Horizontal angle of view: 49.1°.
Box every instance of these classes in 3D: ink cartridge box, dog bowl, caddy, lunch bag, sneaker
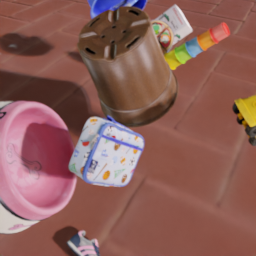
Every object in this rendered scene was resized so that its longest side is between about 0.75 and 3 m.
[{"bbox_3d":[1.681,-4.175,11.879,1.646,0.694,1.202,-32,67,22],"label":"ink cartridge box"},{"bbox_3d":[-2.064,0.678,5.734,1.009,2.736,2.736,-15,40,20],"label":"dog bowl"},{"bbox_3d":[-0.415,-4.872,10.797,2.427,1.716,1.274,-30,59,2],"label":"caddy"},{"bbox_3d":[-0.330,0.434,5.029,0.549,1.453,1.165,24,89,35],"label":"lunch bag"},{"bbox_3d":[-0.892,3.198,7.143,1.482,0.520,0.608,31,55,27],"label":"sneaker"}]

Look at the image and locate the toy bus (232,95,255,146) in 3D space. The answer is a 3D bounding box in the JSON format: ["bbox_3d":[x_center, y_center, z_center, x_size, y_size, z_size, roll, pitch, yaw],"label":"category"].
[{"bbox_3d":[3.259,-0.303,6.630,1.251,1.303,0.884,-28,52,14],"label":"toy bus"}]

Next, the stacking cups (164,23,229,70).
[{"bbox_3d":[2.460,-3.022,10.305,2.449,0.741,0.741,-26,26,41],"label":"stacking cups"}]

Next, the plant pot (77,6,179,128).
[{"bbox_3d":[-0.022,-1.859,8.373,2.728,2.701,2.728,-9,56,13],"label":"plant pot"}]

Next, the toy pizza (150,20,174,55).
[{"bbox_3d":[1.132,-3.637,11.421,1.459,1.459,0.231,9,19,10],"label":"toy pizza"}]
